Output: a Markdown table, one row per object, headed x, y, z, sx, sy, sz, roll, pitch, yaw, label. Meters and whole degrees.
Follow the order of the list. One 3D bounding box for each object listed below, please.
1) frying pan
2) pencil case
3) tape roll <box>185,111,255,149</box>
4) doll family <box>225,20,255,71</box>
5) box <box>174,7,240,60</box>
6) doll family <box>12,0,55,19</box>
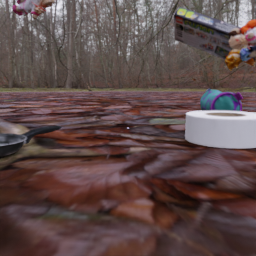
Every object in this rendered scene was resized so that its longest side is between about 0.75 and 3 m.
| x | y | z | sx | sy | sz | roll | pitch | yaw | label |
| --- | --- | --- | --- | --- | --- | --- | --- | --- | --- |
| -2.363 | 0.222 | 5.276 | 1.334 | 0.359 | 2.206 | 3 | 8 | 14 | frying pan |
| 3.143 | -0.825 | 9.676 | 1.076 | 0.991 | 2.329 | -36 | 4 | 11 | pencil case |
| 2.060 | -0.014 | 6.004 | 1.667 | 0.583 | 1.667 | -1 | 10 | 0 | tape roll |
| 3.219 | -2.068 | 7.065 | 1.565 | 1.136 | 2.521 | -22 | 14 | 27 | doll family |
| 2.831 | -3.368 | 10.130 | 2.441 | 0.424 | 1.343 | 30 | -16 | 21 | box |
| -1.637 | -2.967 | 5.213 | 1.139 | 1.835 | 0.827 | 4 | -24 | 34 | doll family |
